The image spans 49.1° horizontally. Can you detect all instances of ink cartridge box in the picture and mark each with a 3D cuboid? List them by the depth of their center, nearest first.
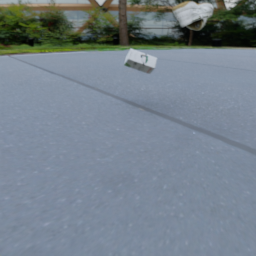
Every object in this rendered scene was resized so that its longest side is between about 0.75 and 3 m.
[{"bbox_3d":[0.569,-3.077,13.074,1.321,0.557,0.965,17,-9,-10],"label":"ink cartridge box"}]

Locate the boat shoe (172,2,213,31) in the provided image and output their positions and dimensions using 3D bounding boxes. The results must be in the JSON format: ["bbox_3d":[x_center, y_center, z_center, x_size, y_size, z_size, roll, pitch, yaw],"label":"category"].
[{"bbox_3d":[2.692,-4.413,11.313,1.001,0.980,2.827,-9,11,42],"label":"boat shoe"}]
